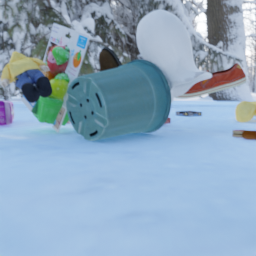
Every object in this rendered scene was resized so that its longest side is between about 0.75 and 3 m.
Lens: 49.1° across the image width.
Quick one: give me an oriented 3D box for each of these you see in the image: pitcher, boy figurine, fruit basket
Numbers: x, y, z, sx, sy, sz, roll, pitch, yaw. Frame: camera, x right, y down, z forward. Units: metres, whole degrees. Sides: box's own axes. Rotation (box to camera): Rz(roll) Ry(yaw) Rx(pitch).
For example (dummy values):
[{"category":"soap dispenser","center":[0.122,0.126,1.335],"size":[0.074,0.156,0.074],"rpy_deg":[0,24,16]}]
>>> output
[{"category":"pitcher","center":[1.003,-1.892,7.917],"size":[1.401,2.312,1.983],"rpy_deg":[-13,-19,-41]},{"category":"boy figurine","center":[5.483,-0.713,11.769],"size":[2.723,0.877,1.693],"rpy_deg":[-7,13,-39]},{"category":"fruit basket","center":[-2.224,-1.601,8.331],"size":[1.304,2.783,2.578],"rpy_deg":[2,23,-38]},{"category":"boy figurine","center":[-2.602,-1.337,6.955],"size":[1.183,0.613,1.902],"rpy_deg":[-30,45,-19]}]

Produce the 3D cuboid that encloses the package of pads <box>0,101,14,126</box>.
[{"category":"package of pads","center":[-5.030,-0.565,10.411],"size":[1.423,0.894,2.362],"rpy_deg":[-5,8,-20]}]

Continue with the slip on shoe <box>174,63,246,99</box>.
[{"category":"slip on shoe","center":[2.373,-1.386,8.491],"size":[2.218,0.679,0.822],"rpy_deg":[-15,14,22]}]

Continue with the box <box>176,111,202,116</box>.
[{"category":"box","center":[3.173,-0.753,14.724],"size":[0.976,0.243,0.969],"rpy_deg":[-4,7,-29]}]

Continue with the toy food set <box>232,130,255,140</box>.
[{"category":"toy food set","center":[3.445,0.139,7.028],"size":[1.223,0.303,1.923],"rpy_deg":[-5,9,-36]}]

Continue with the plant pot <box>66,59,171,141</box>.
[{"category":"plant pot","center":[-0.338,-0.657,7.268],"size":[2.103,2.103,2.060],"rpy_deg":[7,17,44]}]

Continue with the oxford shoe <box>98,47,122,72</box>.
[{"category":"oxford shoe","center":[-0.661,-1.361,9.668],"size":[1.151,2.727,0.991],"rpy_deg":[-30,32,-35]}]

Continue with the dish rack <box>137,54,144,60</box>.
[{"category":"dish rack","center":[0.834,-2.115,9.158],"size":[0.905,0.230,1.055],"rpy_deg":[22,-6,22]}]

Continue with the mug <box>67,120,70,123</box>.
[{"category":"mug","center":[-2.748,-0.484,10.906],"size":[0.973,0.649,0.863],"rpy_deg":[-1,4,17]}]

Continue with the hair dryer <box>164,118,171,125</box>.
[{"category":"hair dryer","center":[0.858,-0.336,10.457],"size":[1.597,0.434,1.216],"rpy_deg":[6,8,38]}]
